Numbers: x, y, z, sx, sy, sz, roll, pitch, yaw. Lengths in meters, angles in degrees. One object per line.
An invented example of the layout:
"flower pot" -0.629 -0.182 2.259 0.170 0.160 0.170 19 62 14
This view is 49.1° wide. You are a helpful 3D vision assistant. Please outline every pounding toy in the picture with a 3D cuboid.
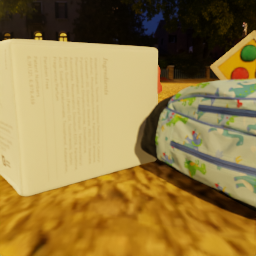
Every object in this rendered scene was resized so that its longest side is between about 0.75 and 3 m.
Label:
"pounding toy" 3.650 -1.194 8.529 2.182 2.484 1.136 -39 -3 22

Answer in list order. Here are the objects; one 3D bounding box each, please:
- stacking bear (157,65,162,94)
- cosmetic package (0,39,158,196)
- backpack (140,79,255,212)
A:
"stacking bear" 0.297 -1.734 11.111 1.066 1.139 1.875 -1 -7 -37
"cosmetic package" -0.953 -0.336 4.504 2.264 1.883 1.895 -9 14 -37
"backpack" 1.567 0.148 3.248 1.941 1.830 2.380 1 24 -25
